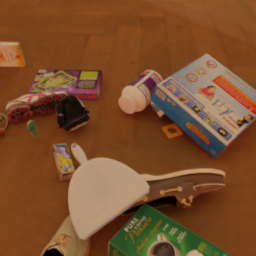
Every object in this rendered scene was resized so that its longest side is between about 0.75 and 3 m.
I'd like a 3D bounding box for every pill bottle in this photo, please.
[{"bbox_3d":[0.458,-1.287,10.218,1.021,1.021,1.816,27,51,25],"label":"pill bottle"}]

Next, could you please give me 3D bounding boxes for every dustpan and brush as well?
[{"bbox_3d":[-0.938,1.244,7.333,2.000,0.820,2.866,-34,57,-9],"label":"dustpan and brush"}]

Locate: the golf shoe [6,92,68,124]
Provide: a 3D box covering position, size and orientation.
[{"bbox_3d":[-3.256,-0.953,10.040,2.203,0.800,1.015,-17,47,-16],"label":"golf shoe"}]

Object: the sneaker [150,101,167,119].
[{"bbox_3d":[1.589,-1.193,10.160,0.791,0.778,2.054,45,53,2],"label":"sneaker"}]

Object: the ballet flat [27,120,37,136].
[{"bbox_3d":[-3.006,-0.026,8.687,0.260,0.772,0.241,-30,62,-25],"label":"ballet flat"}]

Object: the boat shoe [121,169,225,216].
[{"bbox_3d":[1.142,1.664,7.264,2.934,1.054,0.873,-5,59,-5],"label":"boat shoe"}]

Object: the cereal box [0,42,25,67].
[{"bbox_3d":[-5.314,-3.150,12.075,1.483,1.067,0.293,0,45,1],"label":"cereal box"}]

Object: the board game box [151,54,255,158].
[{"bbox_3d":[2.747,-0.884,9.333,2.806,0.801,2.866,-34,68,-30],"label":"board game box"}]

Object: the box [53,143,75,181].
[{"bbox_3d":[-1.927,0.988,8.329,0.407,0.373,1.161,-6,43,-25],"label":"box"}]

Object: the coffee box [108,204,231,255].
[{"bbox_3d":[0.902,2.743,5.957,2.355,0.518,1.448,25,39,26],"label":"coffee box"}]

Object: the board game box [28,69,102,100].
[{"bbox_3d":[-2.428,-1.758,11.179,2.648,0.428,1.589,2,41,2],"label":"board game box"}]

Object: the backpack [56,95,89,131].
[{"bbox_3d":[-1.878,-0.510,9.411,1.113,0.858,1.061,-26,66,-4],"label":"backpack"}]

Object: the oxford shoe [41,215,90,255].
[{"bbox_3d":[-1.375,2.693,6.141,0.869,0.906,2.455,5,33,5],"label":"oxford shoe"}]

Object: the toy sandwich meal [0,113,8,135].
[{"bbox_3d":[-4.783,-0.155,9.432,1.496,0.512,1.496,0,45,0],"label":"toy sandwich meal"}]

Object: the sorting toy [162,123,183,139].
[{"bbox_3d":[2.534,-0.402,9.762,2.956,0.403,1.665,-29,52,-26],"label":"sorting toy"}]
